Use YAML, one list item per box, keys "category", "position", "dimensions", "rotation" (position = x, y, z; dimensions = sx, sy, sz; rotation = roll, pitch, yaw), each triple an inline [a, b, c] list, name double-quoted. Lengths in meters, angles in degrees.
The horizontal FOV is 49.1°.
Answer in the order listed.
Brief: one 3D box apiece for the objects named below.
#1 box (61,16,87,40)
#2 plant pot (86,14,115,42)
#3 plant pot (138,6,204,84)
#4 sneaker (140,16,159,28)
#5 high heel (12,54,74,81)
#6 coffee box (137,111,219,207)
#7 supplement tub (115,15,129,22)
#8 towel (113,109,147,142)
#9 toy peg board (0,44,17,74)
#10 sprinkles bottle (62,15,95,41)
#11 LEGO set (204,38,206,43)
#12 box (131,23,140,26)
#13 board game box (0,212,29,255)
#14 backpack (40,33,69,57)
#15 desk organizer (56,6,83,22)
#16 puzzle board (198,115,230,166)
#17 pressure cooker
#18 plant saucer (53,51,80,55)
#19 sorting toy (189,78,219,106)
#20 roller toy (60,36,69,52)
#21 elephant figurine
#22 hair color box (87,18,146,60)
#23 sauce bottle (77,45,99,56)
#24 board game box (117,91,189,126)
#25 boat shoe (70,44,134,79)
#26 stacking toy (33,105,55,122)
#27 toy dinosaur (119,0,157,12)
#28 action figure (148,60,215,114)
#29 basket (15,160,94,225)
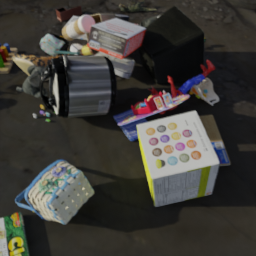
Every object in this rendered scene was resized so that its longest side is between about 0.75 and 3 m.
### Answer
- category: "box"
  position: [-2.210, -5.158, 14.529]
  dimensions: [1.966, 0.405, 1.533]
  rotation: [11, 50, 11]
- category: "plant pot"
  position: [-1.064, -4.609, 13.168]
  dimensions: [1.315, 1.486, 1.484]
  rotation: [-27, 28, -33]
- category: "plant pot"
  position: [1.666, -3.203, 11.696]
  dimensions: [2.061, 2.323, 2.318]
  rotation: [-25, 52, -5]
- category: "sneaker"
  position: [1.005, -4.830, 13.945]
  dimensions: [1.168, 0.858, 2.582]
  rotation: [8, 46, 26]
- category: "high heel"
  position: [-3.332, -2.910, 12.090]
  dimensions: [2.801, 1.000, 1.996]
  rotation: [24, 56, 4]
- category: "coffee box"
  position: [1.341, 0.925, 8.055]
  dimensions: [1.786, 1.806, 1.803]
  rotation: [-13, 52, -1]
- category: "supplement tub"
  position: [-0.361, -3.978, 12.099]
  dimensions: [0.888, 1.660, 0.888]
  rotation: [8, 27, -4]
- category: "towel"
  position: [0.203, -0.156, 10.266]
  dimensions: [1.024, 0.169, 1.414]
  rotation: [-24, 52, -20]
- category: "toy peg board"
  position: [-6.149, -3.314, 12.579]
  dimensions: [1.755, 0.858, 1.748]
  rotation: [0, 50, -1]
- category: "sprinkles bottle"
  position: [-2.026, -3.977, 11.234]
  dimensions: [0.632, 0.632, 1.853]
  rotation: [-36, 23, -28]
- category: "LEGO set"
  position: [2.480, -4.461, 13.736]
  dimensions: [2.432, 0.597, 1.817]
  rotation: [25, 54, 28]
- category: "box"
  position: [-0.216, -4.991, 14.409]
  dimensions: [1.466, 0.354, 1.161]
  rotation: [11, 49, 10]
- category: "board game box"
  position: [-3.144, 3.433, 7.043]
  dimensions: [1.277, 0.286, 2.438]
  rotation: [-17, 51, -17]
- category: "backpack"
  position: [-3.254, -3.594, 12.292]
  dimensions: [1.150, 0.960, 0.728]
  rotation: [31, 52, -4]
- category: "desk organizer"
  position: [-3.271, -6.425, 15.556]
  dimensions: [1.390, 0.535, 0.498]
  rotation: [-30, 55, -24]
- category: "puzzle board"
  position: [2.380, 0.458, 9.670]
  dimensions: [1.647, 0.190, 2.186]
  rotation: [-5, 49, -1]
- category: "pressure cooker"
  position: [-1.828, -1.458, 9.845]
  dimensions: [2.495, 2.194, 2.228]
  rotation: [-7, 12, -19]
- category: "plant saucer"
  position: [-2.115, -2.591, 9.655]
  dimensions: [0.874, 0.083, 0.305]
  rotation: [5, 17, 7]
- category: "sorting toy"
  position: [3.079, -1.324, 11.065]
  dimensions: [1.036, 0.615, 1.151]
  rotation: [46, 45, 15]
- category: "roller toy"
  position: [-3.214, -3.816, 13.111]
  dimensions: [0.720, 0.789, 0.551]
  rotation: [-38, 56, -23]
- category: "elephant figurine"
  position: [-3.457, -1.957, 10.733]
  dimensions: [1.007, 1.423, 1.104]
  rotation: [31, 33, 18]
- category: "hair color box"
  position: [-0.342, -3.243, 10.001]
  dimensions: [1.324, 0.763, 2.387]
  rotation: [22, 30, 8]
- category: "sauce bottle"
  position: [-1.528, -2.858, 10.381]
  dimensions: [0.417, 0.417, 1.264]
  rotation: [-38, 27, -29]
- category: "board game box"
  position: [0.753, -0.828, 9.431]
  dimensions: [2.569, 0.500, 2.030]
  rotation: [-19, 10, 22]
- category: "boat shoe"
  position: [-0.989, -3.103, 11.542]
  dimensions: [2.746, 1.171, 1.014]
  rotation: [25, 21, 3]
- category: "stacking toy"
  position: [-3.149, -0.546, 10.611]
  dimensions: [0.759, 0.178, 0.572]
  rotation: [18, 51, 14]
- category: "toy dinosaur"
  position: [0.548, -7.029, 16.136]
  dimensions: [2.159, 0.512, 0.951]
  rotation: [1, 63, 0]
- category: "action figure"
  position: [1.876, -1.715, 10.678]
  dimensions: [1.343, 0.885, 2.713]
  rotation: [44, 80, 0]
- category: "basket"
  position: [-2.068, 1.704, 7.915]
  dimensions: [1.961, 1.364, 1.729]
  rotation: [0, 38, 44]
